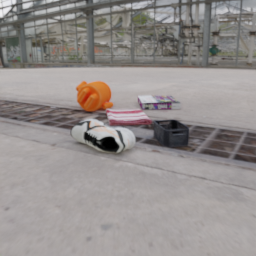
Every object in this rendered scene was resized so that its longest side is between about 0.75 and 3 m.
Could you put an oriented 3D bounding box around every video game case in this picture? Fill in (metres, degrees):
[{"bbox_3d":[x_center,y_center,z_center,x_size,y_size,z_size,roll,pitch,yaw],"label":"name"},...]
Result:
[{"bbox_3d":[1.682,-1.459,15.886,2.104,0.416,2.322,-1,16,-4],"label":"video game case"}]

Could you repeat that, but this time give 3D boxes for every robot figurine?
[{"bbox_3d":[-1.797,-1.756,15.030,1.819,1.475,2.530,2,16,18],"label":"robot figurine"}]

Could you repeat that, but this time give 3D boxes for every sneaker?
[{"bbox_3d":[-0.976,0.268,9.006,2.321,0.856,0.928,8,19,27],"label":"sneaker"}]

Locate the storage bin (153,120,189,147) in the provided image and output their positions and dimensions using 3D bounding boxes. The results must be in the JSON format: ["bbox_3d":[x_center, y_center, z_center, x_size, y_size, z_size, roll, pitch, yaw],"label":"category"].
[{"bbox_3d":[1.482,0.166,9.786,0.890,0.617,1.316,-4,17,-13],"label":"storage bin"}]

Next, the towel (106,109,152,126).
[{"bbox_3d":[-0.053,-0.563,12.985,1.834,0.290,2.547,-2,16,-8],"label":"towel"}]
